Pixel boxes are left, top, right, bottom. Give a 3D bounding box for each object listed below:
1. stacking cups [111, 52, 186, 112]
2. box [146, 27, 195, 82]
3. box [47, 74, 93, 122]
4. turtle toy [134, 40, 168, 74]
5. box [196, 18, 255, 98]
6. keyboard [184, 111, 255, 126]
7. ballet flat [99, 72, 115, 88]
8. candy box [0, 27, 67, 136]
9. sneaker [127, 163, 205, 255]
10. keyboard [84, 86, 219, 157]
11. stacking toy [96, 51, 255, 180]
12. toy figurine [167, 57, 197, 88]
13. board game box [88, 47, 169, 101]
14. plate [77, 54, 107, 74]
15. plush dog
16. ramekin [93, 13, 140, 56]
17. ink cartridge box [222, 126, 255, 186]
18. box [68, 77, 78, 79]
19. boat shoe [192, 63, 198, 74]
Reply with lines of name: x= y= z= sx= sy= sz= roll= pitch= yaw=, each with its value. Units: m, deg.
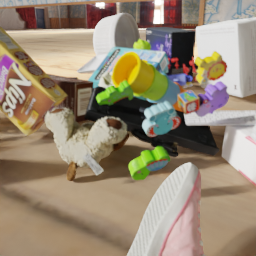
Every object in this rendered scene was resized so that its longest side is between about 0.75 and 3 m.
stacking cups: x=0.862 y=-0.831 z=6.817 sx=2.792 sy=0.845 sz=0.845 roll=23 pitch=3 yaw=-43
box: x=1.736 y=-3.296 z=12.285 sx=1.124 sy=2.011 sz=2.850 roll=-6 pitch=23 yaw=-16
box: x=-2.006 y=-0.898 z=7.766 sx=2.095 sy=1.049 sz=0.785 roll=14 pitch=19 yaw=31
turtle toy: x=0.849 y=-2.582 z=11.071 sx=0.973 sy=1.924 sz=1.402 roll=-46 pitch=28 yaw=4
box: x=3.621 y=-2.446 z=9.513 sx=1.499 sy=2.294 sz=2.282 roll=-16 pitch=21 yaw=-15
keyboard: x=2.346 y=-0.191 z=5.422 sx=2.457 sy=0.131 sz=0.691 roll=0 pitch=18 yaw=7
ballet flat: x=-0.433 y=-1.428 z=8.517 sx=0.702 sy=0.702 sz=2.021 roll=-16 pitch=15 yaw=-34
candy box: x=-2.537 y=-1.018 z=6.228 sx=2.119 sy=1.236 sz=0.598 roll=45 pitch=25 yaw=-5
sneaker: x=0.546 y=1.154 z=2.892 sx=0.787 sy=0.567 sz=1.505 roll=35 pitch=64 yaw=-8
keyboard: x=0.483 y=-0.032 z=5.618 sx=2.686 sy=0.345 sz=1.613 roll=15 pitch=32 yaw=-8
stacking toy: x=0.984 y=-0.296 z=4.904 sx=2.709 sy=0.636 sz=2.042 roll=-19 pitch=44 yaw=-7
toy figurine: x=1.471 y=-1.838 z=9.815 sx=2.113 sy=1.115 sz=1.266 roll=-3 pitch=16 yaw=2
board game box: x=-0.015 y=-1.978 z=9.873 sx=2.334 sy=0.548 sz=1.762 roll=16 pitch=64 yaw=34
plate: x=-1.130 y=-2.805 z=12.291 sx=1.718 sy=0.278 sz=1.721 roll=3 pitch=38 yaw=31
plush dog: x=-0.723 y=0.298 z=5.317 sx=1.519 sy=1.218 sz=1.304 roll=10 pitch=6 yaw=14
ramekin: x=-0.579 y=-4.256 z=13.896 sx=1.373 sy=2.616 sz=2.616 roll=7 pitch=23 yaw=29
ink cartridge box: x=2.928 y=0.395 z=5.150 sx=1.852 sy=0.767 sz=1.357 roll=-5 pitch=23 yaw=-13
box: x=-2.437 y=-1.905 z=11.351 sx=0.770 sy=0.190 sz=0.615 roll=-1 pitch=24 yaw=-4
boat shoe: x=3.530 y=-2.808 z=12.790 sx=0.757 sy=0.716 sz=2.111 roll=-10 pitch=25 yaw=-22
